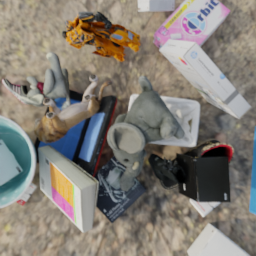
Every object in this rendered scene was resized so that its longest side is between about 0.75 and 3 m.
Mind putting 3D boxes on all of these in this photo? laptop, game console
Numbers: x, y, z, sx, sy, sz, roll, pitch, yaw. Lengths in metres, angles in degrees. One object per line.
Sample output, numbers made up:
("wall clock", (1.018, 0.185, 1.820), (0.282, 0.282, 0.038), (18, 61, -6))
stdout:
("laptop", (2.149, 1.422, 8.218), (0.768, 1.488, 1.318), (-8, 97, -23))
("game console", (-1.851, 0.091, 9.202), (1.676, 2.434, 2.824), (20, 83, -24))

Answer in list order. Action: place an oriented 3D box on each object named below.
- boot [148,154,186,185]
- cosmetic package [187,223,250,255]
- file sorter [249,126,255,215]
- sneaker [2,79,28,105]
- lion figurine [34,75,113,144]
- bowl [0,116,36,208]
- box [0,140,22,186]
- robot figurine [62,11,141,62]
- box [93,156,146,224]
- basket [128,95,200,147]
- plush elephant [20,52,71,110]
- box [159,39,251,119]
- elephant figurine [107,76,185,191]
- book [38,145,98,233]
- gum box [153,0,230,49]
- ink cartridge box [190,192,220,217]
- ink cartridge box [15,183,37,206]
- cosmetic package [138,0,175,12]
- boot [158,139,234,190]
("boot", (1.274, 1.380, 8.522), (1.128, 1.377, 0.510), (24, 67, 45))
("cosmetic package", (3.275, 4.399, 8.950), (2.413, 1.024, 1.299), (40, 86, 5))
("file sorter", (5.156, 1.415, 8.671), (1.801, 2.037, 2.936), (5, 86, -2))
("sneaker", (-3.885, -1.377, 9.944), (1.232, 0.455, 0.539), (41, 84, 1))
("lion figurine", (-1.688, -0.471, 8.764), (2.786, 1.706, 1.010), (-23, 63, -9))
("bowl", (-3.936, 0.947, 8.547), (2.718, 1.422, 2.718), (0, 91, 1))
("box", (-4.055, 1.178, 8.317), (0.784, 1.199, 1.193), (-30, 95, 26))
("robot figurine", (-0.888, -2.910, 9.102), (2.453, 1.778, 0.714), (6, 72, -36))
("box", (-0.476, 1.986, 9.265), (1.550, 0.961, 1.524), (-44, 85, -4))
("basket", (1.093, -0.165, 9.319), (2.223, 1.371, 1.507), (7, 84, 2))
("plush elephant", (-2.707, -1.273, 9.206), (1.433, 1.524, 1.851), (-12, 84, 1))
("box", (2.298, -1.565, 8.642), (2.670, 2.082, 0.550), (39, 98, -21))
("elephant figurine", (0.166, 0.273, 8.005), (2.539, 1.797, 1.970), (-35, 60, 10))
("book", (-1.952, 1.801, 8.505), (2.493, 0.599, 1.666), (29, 123, 38))
("gum box", (2.165, -3.535, 9.982), (1.433, 0.835, 2.525), (41, 85, 4))
("ink cartridge box", (2.632, 2.391, 9.356), (0.950, 0.400, 0.687), (-36, 61, -10))
("ink cartridge box", (-3.549, 2.154, 9.490), (0.547, 0.317, 0.758), (37, 78, -10))
("cosmetic package", (0.992, -4.315, 9.819), (1.222, 0.621, 0.452), (-16, 115, -36))
("boot", (2.094, 1.211, 8.852), (2.527, 1.903, 0.925), (-32, 87, 1))
